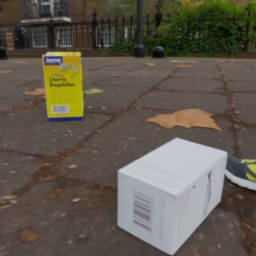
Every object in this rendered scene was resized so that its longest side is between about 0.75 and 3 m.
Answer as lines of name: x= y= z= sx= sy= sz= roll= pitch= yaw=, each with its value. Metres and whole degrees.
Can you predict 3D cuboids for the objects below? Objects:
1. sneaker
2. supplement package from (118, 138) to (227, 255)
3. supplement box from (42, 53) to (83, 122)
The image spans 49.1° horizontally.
sneaker: x=3.415 y=1.076 z=6.969 sx=0.896 sy=1.018 sz=2.405 roll=-6 pitch=21 yaw=-33
supplement package: x=0.994 y=1.273 z=5.983 sx=1.338 sy=1.333 sz=2.280 roll=15 pitch=24 yaw=36
supplement box: x=-2.916 y=-1.911 z=12.860 sx=1.596 sy=2.914 sz=1.586 roll=-3 pitch=20 yaw=-8
